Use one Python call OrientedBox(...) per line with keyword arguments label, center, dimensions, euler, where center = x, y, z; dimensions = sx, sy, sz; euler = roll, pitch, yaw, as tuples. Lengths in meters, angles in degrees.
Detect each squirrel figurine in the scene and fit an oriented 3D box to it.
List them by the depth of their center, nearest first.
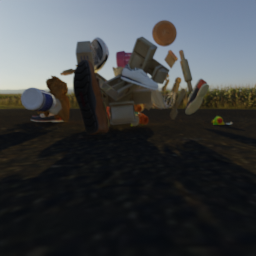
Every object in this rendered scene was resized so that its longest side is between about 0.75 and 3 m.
OrientedBox(label="squirrel figurine", center=(-3.090, -1.309, 12.249), dimensions=(1.316, 1.860, 1.736), euler=(10, 10, -10))

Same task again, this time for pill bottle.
OrientedBox(label="pill bottle", center=(-2.683, -0.833, 8.540), dimensions=(0.668, 0.668, 1.154), euler=(1, 0, 9))

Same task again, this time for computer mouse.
OrientedBox(label="computer mouse", center=(-1.186, -2.383, 10.065), dimensions=(0.506, 1.266, 2.308), euler=(-22, -6, -34))

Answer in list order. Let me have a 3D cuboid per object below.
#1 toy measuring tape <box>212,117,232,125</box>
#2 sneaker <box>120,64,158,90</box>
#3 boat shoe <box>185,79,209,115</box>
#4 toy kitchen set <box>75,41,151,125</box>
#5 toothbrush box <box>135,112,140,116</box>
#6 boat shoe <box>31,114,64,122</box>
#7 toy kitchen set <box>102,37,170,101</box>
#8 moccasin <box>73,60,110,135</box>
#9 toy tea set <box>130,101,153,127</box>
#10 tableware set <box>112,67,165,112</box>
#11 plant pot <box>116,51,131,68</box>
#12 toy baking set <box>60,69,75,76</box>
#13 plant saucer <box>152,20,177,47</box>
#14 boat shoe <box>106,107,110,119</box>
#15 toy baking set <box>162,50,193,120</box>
OrientedBox(label="toy measuring tape", center=(4.055, -0.316, 12.073), dimensions=(0.994, 0.366, 0.366), euler=(-1, 5, -16))
OrientedBox(label="sneaker", center=(0.391, -1.432, 8.073), dimensions=(1.190, 0.479, 0.455), euler=(16, 5, -23))
OrientedBox(label="boat shoe", center=(3.075, -1.405, 12.851), dimensions=(0.633, 1.777, 0.556), euler=(1, 41, -29))
OrientedBox(label="toy kitchen set", center=(-0.396, -1.483, 8.981), dimensions=(2.323, 2.096, 1.895), euler=(-5, 38, -3))
OrientedBox(label="toothbrush box", center=(-0.127, -0.809, 11.551), dimensions=(1.035, 0.441, 0.758), euler=(28, -35, -33))
OrientedBox(label="boat shoe", center=(-3.905, -0.562, 13.636), dimensions=(1.784, 0.558, 0.635), euler=(0, 7, 14))
OrientedBox(label="toy kitchen set", center=(0.285, -1.595, 8.358), dimensions=(1.262, 1.547, 1.396), euler=(39, 45, 16))
OrientedBox(label="moccasin", center=(-0.903, -0.811, 7.335), dimensions=(0.725, 1.982, 0.765), euler=(-24, -9, 32))
OrientedBox(label="toy tea set", center=(0.455, -0.784, 11.133), dimensions=(0.895, 1.505, 0.557), euler=(7, 12, -37))
OrientedBox(label="tableware set", center=(0.475, -1.634, 11.776), dimensions=(2.599, 2.171, 0.302), euler=(-13, -16, -46))
OrientedBox(label="plant pot", center=(0.221, -2.971, 13.351), dimensions=(1.353, 1.512, 1.512), euler=(-9, 4, 8))
OrientedBox(label="toy baking set", center=(-2.036, -2.675, 12.503), dimensions=(1.658, 0.251, 2.161), euler=(-26, 18, -31))
OrientedBox(label="plant saucer", center=(1.143, -2.955, 8.750), dimensions=(0.796, 0.796, 0.128), euler=(-1, 7, -10))
OrientedBox(label="boat shoe", center=(-0.076, -1.309, 13.054), dimensions=(0.872, 0.992, 2.788), euler=(27, 53, 37))
OrientedBox(label="toy baking set", center=(1.634, -1.534, 9.754), dimensions=(0.264, 2.271, 1.743), euler=(-7, -15, -27))
